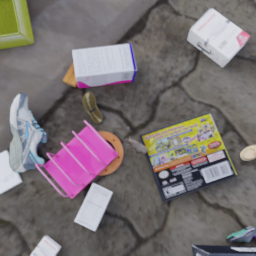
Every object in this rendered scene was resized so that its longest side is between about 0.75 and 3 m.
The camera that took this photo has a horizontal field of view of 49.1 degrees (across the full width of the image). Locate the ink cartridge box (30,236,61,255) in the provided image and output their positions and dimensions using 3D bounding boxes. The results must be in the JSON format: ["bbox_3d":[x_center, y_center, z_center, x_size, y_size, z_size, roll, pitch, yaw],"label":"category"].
[{"bbox_3d":[-2.508,3.777,8.433,0.593,0.335,0.808,35,77,9],"label":"ink cartridge box"}]

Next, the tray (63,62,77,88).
[{"bbox_3d":[-1.894,-2.013,10.129,0.504,0.189,1.021,23,75,6],"label":"tray"}]

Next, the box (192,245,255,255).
[{"bbox_3d":[3.372,4.689,7.440,2.986,1.554,2.719,2,75,-3],"label":"box"}]

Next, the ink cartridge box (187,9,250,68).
[{"bbox_3d":[3.233,-3.269,10.188,1.752,0.743,1.276,42,79,9],"label":"ink cartridge box"}]

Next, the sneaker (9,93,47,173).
[{"bbox_3d":[-3.248,0.134,9.243,1.122,1.008,2.598,-3,82,-11],"label":"sneaker"}]

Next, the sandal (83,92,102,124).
[{"bbox_3d":[-1.230,-0.680,9.723,0.456,0.307,1.136,-26,90,-1],"label":"sandal"}]

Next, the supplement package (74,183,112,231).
[{"bbox_3d":[-1.037,2.408,8.607,0.700,0.674,1.231,26,76,2],"label":"supplement package"}]

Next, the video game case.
[{"bbox_3d":[1.929,0.919,9.240,2.561,0.327,2.314,-18,75,-4],"label":"video game case"}]

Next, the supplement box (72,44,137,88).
[{"bbox_3d":[-0.825,-2.093,9.613,2.012,1.018,1.040,-9,78,-8],"label":"supplement box"}]

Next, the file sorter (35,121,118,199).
[{"bbox_3d":[-1.554,0.958,8.610,2.038,1.278,1.416,-43,81,-7],"label":"file sorter"}]

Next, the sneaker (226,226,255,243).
[{"bbox_3d":[3.495,3.384,8.544,0.975,0.363,0.427,-21,80,-6],"label":"sneaker"}]

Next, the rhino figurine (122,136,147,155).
[{"bbox_3d":[0.189,0.546,8.875,1.024,0.448,0.306,36,60,-26],"label":"rhino figurine"}]

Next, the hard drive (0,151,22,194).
[{"bbox_3d":[-4.080,1.444,9.177,0.778,0.155,1.180,-29,76,-8],"label":"hard drive"}]

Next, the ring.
[{"bbox_3d":[-0.891,0.847,9.336,1.464,0.140,1.464,0,77,1],"label":"ring"}]

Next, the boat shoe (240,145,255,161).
[{"bbox_3d":[4.297,0.727,9.243,1.193,0.413,0.440,-22,76,-6],"label":"boat shoe"}]

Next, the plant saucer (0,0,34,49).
[{"bbox_3d":[-4.634,-3.928,10.155,1.986,0.476,1.989,-10,96,-3],"label":"plant saucer"}]
